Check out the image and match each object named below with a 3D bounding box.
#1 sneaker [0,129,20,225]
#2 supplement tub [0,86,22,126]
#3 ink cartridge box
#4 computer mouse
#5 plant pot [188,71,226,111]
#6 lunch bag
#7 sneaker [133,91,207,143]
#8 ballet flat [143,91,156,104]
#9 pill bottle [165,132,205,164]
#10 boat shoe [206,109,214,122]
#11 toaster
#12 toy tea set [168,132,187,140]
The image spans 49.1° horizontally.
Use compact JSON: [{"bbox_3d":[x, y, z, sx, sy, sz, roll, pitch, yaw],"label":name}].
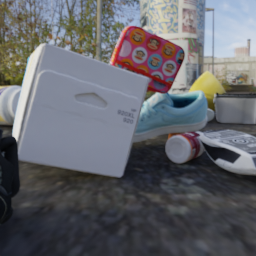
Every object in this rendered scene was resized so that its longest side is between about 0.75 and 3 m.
[{"bbox_3d":[-2.236,0.505,2.895,2.737,1.046,1.568,8,9,26],"label":"sneaker"},{"bbox_3d":[-4.072,-0.750,9.553,1.830,1.331,1.331,3,9,31],"label":"supplement tub"},{"bbox_3d":[-1.026,-0.322,4.983,1.687,1.658,2.292,13,3,-24],"label":"ink cartridge box"},{"bbox_3d":[2.007,0.553,4.271,1.334,0.534,2.432,-7,16,-18],"label":"computer mouse"},{"bbox_3d":[3.628,-1.408,13.188,1.448,2.040,2.040,-33,5,8],"label":"plant pot"},{"bbox_3d":[0.341,-1.301,5.741,1.385,1.220,0.567,20,14,-16],"label":"lunch bag"},{"bbox_3d":[0.590,-0.409,6.558,2.562,1.050,0.947,-11,38,-5],"label":"sneaker"},{"bbox_3d":[0.316,-1.102,10.413,1.029,1.029,2.910,9,40,44],"label":"ballet flat"},{"bbox_3d":[1.169,0.348,5.433,0.520,0.520,0.911,7,11,38],"label":"pill bottle"},{"bbox_3d":[2.446,-0.560,10.761,1.637,0.579,0.521,0,27,13],"label":"boat shoe"},{"bbox_3d":[4.301,-0.815,11.002,1.918,1.138,1.734,2,9,15],"label":"toaster"},{"bbox_3d":[1.131,-0.137,7.546,0.952,0.592,1.600,5,18,-32],"label":"toy tea set"}]
